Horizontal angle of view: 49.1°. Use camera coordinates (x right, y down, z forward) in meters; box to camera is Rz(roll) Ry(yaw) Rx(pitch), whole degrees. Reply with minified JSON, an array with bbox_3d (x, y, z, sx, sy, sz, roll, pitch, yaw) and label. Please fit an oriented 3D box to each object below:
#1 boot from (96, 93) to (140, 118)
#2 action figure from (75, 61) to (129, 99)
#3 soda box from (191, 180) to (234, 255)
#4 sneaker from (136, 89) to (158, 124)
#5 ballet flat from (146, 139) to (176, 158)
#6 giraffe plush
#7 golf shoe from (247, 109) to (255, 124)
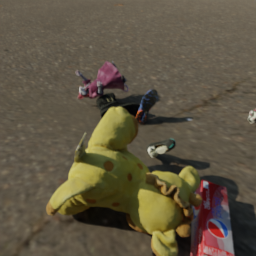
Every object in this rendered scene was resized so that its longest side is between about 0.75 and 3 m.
[{"bbox_3d":[-0.344,-0.801,9.738,1.478,0.556,1.105,-6,34,-9],"label":"boot"},{"bbox_3d":[-1.067,-1.554,10.154,1.818,1.354,1.218,-37,58,-5],"label":"action figure"},{"bbox_3d":[1.615,1.933,5.523,0.581,0.642,1.834,19,35,2],"label":"soda box"},{"bbox_3d":[0.578,-0.731,9.157,0.458,1.216,0.477,26,20,-7],"label":"sneaker"},{"bbox_3d":[0.771,0.559,7.403,0.388,0.385,1.133,-44,8,-37],"label":"ballet flat"},{"bbox_3d":[0.119,1.143,5.505,2.392,2.950,2.545,30,81,0],"label":"giraffe plush"},{"bbox_3d":[4.003,-0.346,9.008,0.432,0.981,0.379,-43,75,5],"label":"golf shoe"}]
